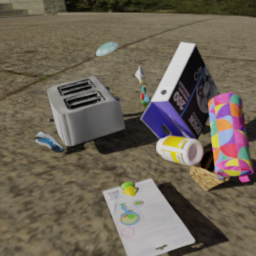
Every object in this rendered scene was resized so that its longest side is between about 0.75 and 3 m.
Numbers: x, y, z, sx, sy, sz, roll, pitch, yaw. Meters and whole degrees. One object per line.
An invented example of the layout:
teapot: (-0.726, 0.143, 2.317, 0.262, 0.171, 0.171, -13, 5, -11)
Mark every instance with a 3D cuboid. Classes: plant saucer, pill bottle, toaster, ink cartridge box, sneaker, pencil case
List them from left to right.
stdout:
sneaker: (-2.663, 0.457, 9.724, 1.099, 0.412, 0.476, 32, 28, -13)
toaster: (-1.591, -0.590, 9.777, 2.465, 1.462, 2.229, -18, 37, -16)
plant saucer: (-0.792, -2.964, 10.360, 0.936, 0.180, 0.936, -17, 32, 11)
pill bottle: (1.409, 0.618, 7.943, 0.722, 0.722, 1.321, -19, 14, -30)
ink cartridge box: (1.775, -0.713, 8.722, 0.586, 2.676, 2.701, 19, 74, 40)
pencil case: (2.766, 0.227, 7.648, 1.043, 1.043, 2.360, 2, 64, 3)

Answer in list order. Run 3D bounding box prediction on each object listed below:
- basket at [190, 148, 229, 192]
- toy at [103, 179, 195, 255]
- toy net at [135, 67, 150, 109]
basket: (2.499, 1.086, 8.300, 0.883, 0.922, 1.237, 45, 45, 3)
toy: (0.369, 2.257, 6.897, 1.458, 0.598, 2.531, -12, 27, -14)
toy net: (0.569, -1.769, 12.340, 0.348, 1.800, 0.944, -7, 19, 30)
